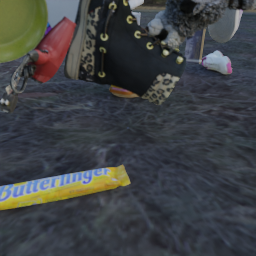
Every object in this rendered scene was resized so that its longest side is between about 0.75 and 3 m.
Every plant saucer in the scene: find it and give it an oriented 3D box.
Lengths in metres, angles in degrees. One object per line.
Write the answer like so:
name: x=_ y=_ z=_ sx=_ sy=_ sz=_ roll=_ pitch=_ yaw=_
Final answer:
plant saucer: x=-2.140 y=-1.735 z=3.979 sx=1.917 sy=1.917 sz=0.298 roll=-7 pitch=57 yaw=-14

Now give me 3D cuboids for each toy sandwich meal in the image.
toy sandwich meal: x=-0.022 y=-1.539 z=10.083 sx=1.543 sy=0.528 sz=1.543 roll=0 pitch=27 yaw=0

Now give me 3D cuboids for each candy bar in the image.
candy bar: x=-1.263 y=1.098 z=5.244 sx=2.596 sy=0.288 sz=0.647 roll=-7 pitch=28 yaw=-15

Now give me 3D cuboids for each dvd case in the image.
dvd case: x=1.713 y=-2.127 z=7.273 sx=0.069 sy=0.867 sz=0.644 roll=-3 pitch=16 yaw=-25

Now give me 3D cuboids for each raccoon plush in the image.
raccoon plush: x=1.401 y=-1.988 z=5.461 sx=2.107 sy=1.411 sz=1.019 roll=8 pitch=56 yaw=-8

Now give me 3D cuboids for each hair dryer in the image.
hair dryer: x=-1.006 y=-0.808 z=3.394 sx=1.077 sy=0.384 sz=1.413 roll=-25 pitch=37 yaw=54

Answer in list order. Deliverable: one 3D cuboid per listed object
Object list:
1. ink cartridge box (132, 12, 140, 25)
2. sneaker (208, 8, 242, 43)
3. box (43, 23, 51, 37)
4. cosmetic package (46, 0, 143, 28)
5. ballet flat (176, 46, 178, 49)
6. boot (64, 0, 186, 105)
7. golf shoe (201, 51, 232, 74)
ink cartridge box: x=-0.164 y=-2.823 z=8.390 sx=0.670 sy=1.163 sz=2.008 roll=6 pitch=15 yaw=-8
sneaker: x=3.124 y=-3.578 z=8.081 sx=0.830 sy=2.291 sz=1.306 roll=36 pitch=70 yaw=17
box: x=-2.306 y=-2.866 z=7.854 sx=0.780 sy=1.090 sz=0.197 roll=-7 pitch=-13 yaw=1
cosmetic package: x=-1.004 y=-3.261 z=6.209 sx=1.248 sy=2.029 sz=2.023 roll=-11 pitch=24 yaw=44
ballet flat: x=0.874 y=-2.383 z=8.698 sx=1.563 sy=0.580 sz=0.580 roll=-17 pitch=29 yaw=-3
boot: x=0.137 y=-1.531 z=4.271 sx=1.789 sy=2.369 sz=0.855 roll=20 pitch=34 yaw=-9
golf shoe: x=3.929 y=-2.802 z=12.483 sx=0.980 sy=0.806 sz=2.141 roll=-16 pitch=25 yaw=6
